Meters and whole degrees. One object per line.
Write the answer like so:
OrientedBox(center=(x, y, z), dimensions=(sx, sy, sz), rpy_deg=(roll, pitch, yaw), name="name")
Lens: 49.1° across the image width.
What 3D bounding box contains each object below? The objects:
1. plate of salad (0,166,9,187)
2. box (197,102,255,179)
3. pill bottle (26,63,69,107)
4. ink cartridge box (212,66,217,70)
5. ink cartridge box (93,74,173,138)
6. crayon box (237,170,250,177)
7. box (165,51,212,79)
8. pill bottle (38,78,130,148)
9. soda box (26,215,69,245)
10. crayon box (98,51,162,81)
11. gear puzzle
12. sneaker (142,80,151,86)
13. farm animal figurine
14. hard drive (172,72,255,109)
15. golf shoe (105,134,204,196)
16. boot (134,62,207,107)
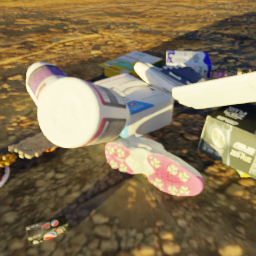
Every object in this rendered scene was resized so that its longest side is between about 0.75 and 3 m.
OrientedBox(center=(-4.255, 1.311, 7.607), dimensions=(1.897, 0.456, 1.897), rpy_deg=(0, 32, 0), name="plate of salad")
OrientedBox(center=(3.798, 0.355, 7.981), dimensions=(2.773, 1.194, 2.271), rpy_deg=(27, 35, 29), name="box")
OrientedBox(center=(-3.049, -1.565, 11.038), dimensions=(1.618, 1.618, 2.904), rpy_deg=(-17, 37, -25), name="pill bottle")
OrientedBox(center=(4.193, -3.152, 14.845), dimensions=(0.872, 0.209, 0.635), rpy_deg=(23, 39, 32), name="ink cartridge box")
OrientedBox(center=(-0.028, -0.886, 10.375), dimensions=(2.024, 1.169, 2.772), rpy_deg=(-23, 40, -31), name="ink cartridge box")
OrientedBox(center=(3.453, 1.079, 8.140), dimensions=(0.681, 0.230, 0.789), rpy_deg=(0, 32, -8), name="crayon box")
OrientedBox(center=(2.883, -2.945, 13.693), dimensions=(2.082, 1.092, 1.915), rpy_deg=(4, 33, 5), name="box")
OrientedBox(center=(-0.893, -0.349, 7.252), dimensions=(1.535, 1.535, 2.773), rpy_deg=(12, 4, 18), name="pill bottle")
OrientedBox(center=(-1.787, 2.270, 6.251), dimensions=(0.894, 0.283, 0.316), rpy_deg=(-14, 36, -19), name="soda box")
OrientedBox(center=(0.134, -2.976, 14.021), dimensions=(1.817, 0.746, 2.891), rpy_deg=(27, 41, 32), name="crayon box")
OrientedBox(center=(-2.889, 0.659, 8.649), dimensions=(1.284, 0.325, 2.479), rpy_deg=(16, 31, 36), name="gear puzzle")
OrientedBox(center=(1.067, -2.046, 12.698), dimensions=(0.795, 0.859, 2.130), rpy_deg=(30, 33, -7), name="sneaker")
OrientedBox(center=(4.423, -1.961, 12.279), dimensions=(2.174, 1.134, 2.150), rpy_deg=(11, 21, 30), name="farm animal figurine")
OrientedBox(center=(2.442, -0.895, 7.260), dimensions=(2.145, 0.286, 1.415), rpy_deg=(-5, -14, 41), name="hard drive")
OrientedBox(center=(0.798, 0.855, 7.786), dimensions=(2.938, 1.106, 1.344), rpy_deg=(21, 35, 28), name="golf shoe")
OrientedBox(center=(1.531, -1.892, 10.196), dimensions=(2.526, 0.919, 1.141), rpy_deg=(35, 82, 7), name="boot")
